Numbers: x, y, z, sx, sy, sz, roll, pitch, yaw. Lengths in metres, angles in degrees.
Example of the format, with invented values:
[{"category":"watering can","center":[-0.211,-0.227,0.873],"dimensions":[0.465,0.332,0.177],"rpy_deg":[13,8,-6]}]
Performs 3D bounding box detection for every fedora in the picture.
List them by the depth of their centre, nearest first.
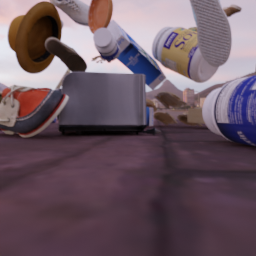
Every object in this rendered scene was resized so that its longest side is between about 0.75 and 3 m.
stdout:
[{"category":"fedora","center":[-3.207,-3.065,9.353],"dimensions":[1.028,2.521,2.521],"rpy_deg":[20,7,11]}]

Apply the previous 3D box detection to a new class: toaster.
[{"category":"toaster","center":[-0.626,-0.563,7.161],"dimensions":[2.394,1.420,2.165],"rpy_deg":[0,3,-11]}]

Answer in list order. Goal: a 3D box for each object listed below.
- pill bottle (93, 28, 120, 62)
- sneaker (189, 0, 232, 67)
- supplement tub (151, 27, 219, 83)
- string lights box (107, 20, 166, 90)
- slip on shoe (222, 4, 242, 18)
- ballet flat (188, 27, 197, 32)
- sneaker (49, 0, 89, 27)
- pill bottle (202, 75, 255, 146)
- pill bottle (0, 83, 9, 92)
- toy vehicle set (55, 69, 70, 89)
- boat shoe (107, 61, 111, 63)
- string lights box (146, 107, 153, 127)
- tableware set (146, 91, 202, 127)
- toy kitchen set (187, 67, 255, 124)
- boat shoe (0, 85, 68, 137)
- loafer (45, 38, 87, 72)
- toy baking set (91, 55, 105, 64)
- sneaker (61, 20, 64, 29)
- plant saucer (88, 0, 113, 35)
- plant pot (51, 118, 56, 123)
[{"category":"pill bottle","center":[-0.531,-2.039,6.894],"dimensions":[0.549,0.549,0.949],"rpy_deg":[0,-6,7]},{"category":"sneaker","center":[2.418,-3.072,8.105],"dimensions":[0.966,2.612,1.070],"rpy_deg":[-11,8,26]},{"category":"supplement tub","center":[2.343,-3.044,11.376],"dimensions":[1.796,1.796,2.470],"rpy_deg":[-2,30,-46]},{"category":"string lights box","center":[0.219,-2.844,11.184],"dimensions":[0.831,1.448,2.819],"rpy_deg":[-40,-47,18]},{"category":"slip on shoe","center":[3.871,-4.389,10.620],"dimensions":[0.463,0.369,1.219],"rpy_deg":[19,14,-16]},{"category":"ballet flat","center":[2.781,-4.360,13.474],"dimensions":[0.594,0.594,1.679],"rpy_deg":[-1,-6,-13]},{"category":"sneaker","center":[-1.868,-4.005,9.209],"dimensions":[1.984,0.724,0.702],"rpy_deg":[30,0,5]},{"category":"pill bottle","center":[1.854,-0.245,4.018],"dimensions":[1.022,1.022,1.766],"rpy_deg":[-1,3,-13]},{"category":"pill bottle","center":[-4.579,-0.749,9.807],"dimensions":[1.590,1.590,2.744],"rpy_deg":[0,1,-11]},{"category":"toy vehicle set","center":[-3.102,-2.258,13.258],"dimensions":[0.161,1.215,0.755],"rpy_deg":[32,17,-18]},{"category":"boat shoe","center":[-1.069,-3.881,14.725],"dimensions":[0.378,1.051,0.340],"rpy_deg":[25,43,22]},{"category":"string lights box","center":[-0.196,-0.433,11.035],"dimensions":[1.442,0.827,2.806],"rpy_deg":[1,3,28]},{"category":"tableware set","center":[1.647,-0.706,11.962],"dimensions":[2.370,0.329,2.838],"rpy_deg":[34,-21,-29]},{"category":"toy kitchen set","center":[3.739,-1.134,10.090],"dimensions":[2.552,2.303,2.082],"rpy_deg":[6,4,27]},{"category":"boat shoe","center":[-2.342,-0.455,5.968],"dimensions":[2.951,1.050,0.923],"rpy_deg":[-3,-45,48]},{"category":"loafer","center":[-1.881,-2.262,8.625],"dimensions":[1.573,0.595,0.537],"rpy_deg":[40,15,-42]},{"category":"toy baking set","center":[-1.231,-3.308,13.480],"dimensions":[1.072,0.125,0.823],"rpy_deg":[-25,45,-22]},{"category":"sneaker","center":[-3.174,-4.101,11.982],"dimensions":[1.723,0.635,0.996],"rpy_deg":[-30,11,33]},{"category":"plant saucer","center":[-0.700,-2.959,7.201],"dimensions":[0.212,1.130,1.130],"rpy_deg":[0,2,-34]},{"category":"plant pot","center":[-5.769,-1.241,18.626],"dimensions":[1.979,1.979,1.779],"rpy_deg":[-1,8,-22]}]
